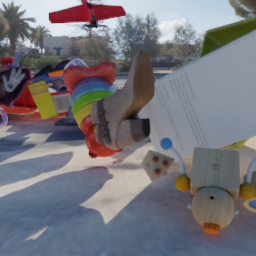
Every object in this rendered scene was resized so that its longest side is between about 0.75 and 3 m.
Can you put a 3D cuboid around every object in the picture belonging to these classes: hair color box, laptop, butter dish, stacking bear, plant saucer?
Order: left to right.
[{"bbox_3d":[-4.233,-1.546,9.883,2.573,1.907,2.580,7,6,-5],"label":"butter dish"},{"bbox_3d":[-2.283,-1.037,10.261,1.425,0.860,2.807,-10,13,-4],"label":"hair color box"},{"bbox_3d":[-0.548,-0.245,5.019,0.986,1.623,0.923,-9,-30,-12],"label":"stacking bear"},{"bbox_3d":[-0.598,-0.181,8.163,1.982,1.227,2.116,-1,-17,-24],"label":"laptop"},{"bbox_3d":[2.456,-1.087,6.738,0.645,2.693,2.689,8,10,-13],"label":"plant saucer"}]

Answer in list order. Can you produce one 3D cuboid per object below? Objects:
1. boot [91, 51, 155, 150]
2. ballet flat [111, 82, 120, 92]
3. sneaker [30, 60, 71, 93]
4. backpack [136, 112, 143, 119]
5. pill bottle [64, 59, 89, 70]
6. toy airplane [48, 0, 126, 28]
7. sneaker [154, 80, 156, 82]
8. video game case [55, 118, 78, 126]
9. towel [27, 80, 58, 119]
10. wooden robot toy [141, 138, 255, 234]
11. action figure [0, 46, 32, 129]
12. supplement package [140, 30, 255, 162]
[{"bbox_3d":[-0.131,-0.350,3.987,0.970,1.326,0.466,-4,-9,40],"label":"boot"},{"bbox_3d":[-0.754,-1.402,10.304,0.740,0.740,2.064,-2,0,-8],"label":"ballet flat"},{"bbox_3d":[-2.213,-1.390,8.369,2.095,0.822,0.789,3,42,46],"label":"sneaker"},{"bbox_3d":[0.394,-0.671,7.433,0.788,1.022,0.974,-21,31,21],"label":"backpack"},{"bbox_3d":[-1.037,-1.153,6.944,1.088,0.619,0.619,45,28,15],"label":"pill bottle"},{"bbox_3d":[-0.722,-2.146,4.823,1.366,0.251,1.366,4,53,-6],"label":"toy airplane"},{"bbox_3d":[0.957,-0.934,8.640,0.701,1.733,0.640,-26,26,54],"label":"sneaker"},{"bbox_3d":[-1.498,-0.177,8.391,1.166,0.111,0.833,0,11,4],"label":"video game case"},{"bbox_3d":[-2.440,-0.801,8.077,0.498,1.158,0.105,-16,36,-3],"label":"towel"},{"bbox_3d":[1.023,0.755,3.020,2.015,0.888,0.915,4,48,17],"label":"wooden robot toy"},{"bbox_3d":[-3.760,-1.337,7.998,1.914,2.127,2.857,-2,20,-35],"label":"action figure"},{"bbox_3d":[1.489,-0.439,4.476,2.258,1.320,1.324,-23,-5,30],"label":"supplement package"}]
